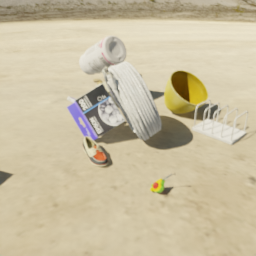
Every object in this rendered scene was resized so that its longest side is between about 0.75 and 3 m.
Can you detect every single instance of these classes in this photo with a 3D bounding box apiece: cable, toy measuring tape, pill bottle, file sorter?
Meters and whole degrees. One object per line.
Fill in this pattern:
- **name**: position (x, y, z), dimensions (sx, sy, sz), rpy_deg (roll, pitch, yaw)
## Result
- **cable**: position (0.136, -0.866, 9.157), dimensions (0.910, 2.629, 2.630), rpy_deg (-30, 7, -3)
- **toy measuring tape**: position (0.869, 1.413, 6.993), dimensions (0.828, 0.304, 0.304), rpy_deg (-37, 12, 28)
- **pill bottle**: position (-1.164, -3.058, 12.162), dimensions (1.208, 1.208, 2.131), rpy_deg (-24, 9, -39)
- **file sorter**: position (3.270, -0.261, 9.932), dimensions (1.092, 0.980, 1.574), rpy_deg (-24, 36, -39)

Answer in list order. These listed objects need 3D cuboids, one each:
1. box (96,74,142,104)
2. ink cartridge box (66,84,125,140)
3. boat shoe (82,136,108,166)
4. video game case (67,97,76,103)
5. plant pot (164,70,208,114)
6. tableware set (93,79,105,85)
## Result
- **box**: position (-0.388, -1.783, 12.593), dimensions (0.761, 0.914, 2.225), rpy_deg (36, 48, 30)
- **ink cartridge box**: position (-1.088, -0.463, 9.227), dimensions (1.483, 1.469, 0.322), rpy_deg (-32, -2, 2)
- **boat shoe**: position (-1.027, 0.709, 8.543), dimensions (0.475, 0.418, 1.336), rpy_deg (-12, 30, -28)
- **video game case**: position (-1.283, -0.729, 10.809), dimensions (1.914, 0.172, 1.370), rpy_deg (27, 9, 39)
- **plant pot**: position (2.125, -1.254, 11.224), dimensions (1.717, 1.219, 1.717), rpy_deg (14, 53, -19)
- **tableware set**: position (-1.378, -2.593, 15.519), dimensions (1.127, 0.131, 0.941), rpy_deg (-11, 29, -21)
